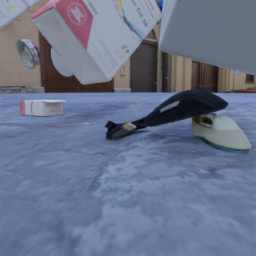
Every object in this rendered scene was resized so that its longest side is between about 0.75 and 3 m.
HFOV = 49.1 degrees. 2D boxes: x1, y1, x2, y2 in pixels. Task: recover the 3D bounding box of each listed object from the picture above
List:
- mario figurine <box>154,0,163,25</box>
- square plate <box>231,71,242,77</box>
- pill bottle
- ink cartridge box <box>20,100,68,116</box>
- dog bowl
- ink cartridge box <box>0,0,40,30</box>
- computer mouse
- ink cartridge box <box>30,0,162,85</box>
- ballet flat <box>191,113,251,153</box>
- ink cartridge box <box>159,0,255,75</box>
[{"bbox_3d":[1.476,-3.741,8.315,1.795,0.951,1.108,-34,7,-14],"label":"mario figurine"},{"bbox_3d":[3.953,-1.958,9.454,0.796,0.113,0.788,-21,2,43],"label":"square plate"},{"bbox_3d":[-1.376,-2.889,10.367,1.550,1.550,2.762,7,31,40],"label":"pill bottle"},{"bbox_3d":[-3.314,-0.803,11.075,1.756,0.592,1.022,4,9,36],"label":"ink cartridge box"},{"bbox_3d":[-3.583,-2.712,10.197,0.406,1.102,1.102,-35,28,-33],"label":"dog bowl"},{"bbox_3d":[-2.732,-2.801,5.326,0.967,1.640,2.849,-24,31,20],"label":"ink cartridge box"},{"bbox_3d":[0.654,-0.340,5.962,2.558,0.589,1.796,-15,0,42],"label":"computer mouse"},{"bbox_3d":[-0.347,-2.356,5.571,0.916,1.580,2.713,2,49,46],"label":"ink cartridge box"},{"bbox_3d":[1.789,0.013,5.666,0.643,0.643,1.851,-2,9,-14],"label":"ballet flat"},{"bbox_3d":[1.819,-2.745,5.155,2.002,2.012,2.768,12,48,-5],"label":"ink cartridge box"}]
